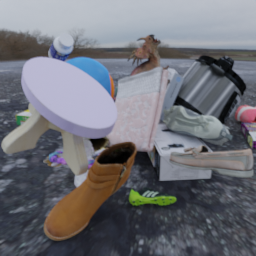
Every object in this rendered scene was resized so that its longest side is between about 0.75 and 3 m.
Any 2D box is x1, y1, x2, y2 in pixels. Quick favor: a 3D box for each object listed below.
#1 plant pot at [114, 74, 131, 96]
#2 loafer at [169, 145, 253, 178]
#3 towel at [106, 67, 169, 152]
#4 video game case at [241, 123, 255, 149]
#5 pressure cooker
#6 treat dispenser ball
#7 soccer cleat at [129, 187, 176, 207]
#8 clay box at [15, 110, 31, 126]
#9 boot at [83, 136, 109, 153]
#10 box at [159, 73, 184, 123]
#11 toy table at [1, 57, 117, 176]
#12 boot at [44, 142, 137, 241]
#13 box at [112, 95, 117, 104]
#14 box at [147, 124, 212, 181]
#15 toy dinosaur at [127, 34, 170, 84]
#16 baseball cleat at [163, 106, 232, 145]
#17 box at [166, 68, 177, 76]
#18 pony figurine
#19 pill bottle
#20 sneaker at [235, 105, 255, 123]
[{"bbox_3d":[0.283,-1.967,14.778,1.701,1.737,1.737,-30,-1,36],"label":"plant pot"},{"bbox_3d":[1.967,0.695,6.797,2.051,0.645,0.737,7,9,36],"label":"loafer"},{"bbox_3d":[0.153,-0.586,9.605,0.456,2.703,2.830,17,-8,-29],"label":"towel"},{"bbox_3d":[5.841,0.333,10.962,2.348,0.420,2.128,3,20,9],"label":"video game case"},{"bbox_3d":[3.411,-1.629,11.819,2.617,2.930,2.577,37,2,-26],"label":"pressure cooker"},{"bbox_3d":[-2.164,-1.846,13.483,2.993,2.993,2.993,0,19,0],"label":"treat dispenser ball"},{"bbox_3d":[0.603,1.694,6.985,1.162,0.392,0.471,-2,40,3],"label":"soccer cleat"},{"bbox_3d":[-4.156,-0.632,13.616,1.326,0.549,2.308,6,18,16],"label":"clay box"},{"bbox_3d":[-1.089,0.211,10.726,2.342,0.844,1.811,-16,23,-26],"label":"boot"},{"bbox_3d":[1.136,-1.138,11.877,0.529,2.004,2.570,29,-12,-20],"label":"box"},{"bbox_3d":[-1.535,-0.265,6.456,2.498,1.592,2.718,-3,43,-34],"label":"toy table"},{"bbox_3d":[-0.729,1.274,5.838,2.242,1.741,0.860,-27,66,-34],"label":"boot"},{"bbox_3d":[-0.163,-1.077,12.369,1.048,1.535,0.289,27,39,-33],"label":"box"},{"bbox_3d":[1.526,0.678,9.331,1.634,0.842,2.801,-2,19,-7],"label":"box"},{"bbox_3d":[0.570,-2.093,10.938,1.866,2.754,1.182,28,10,-20],"label":"toy dinosaur"},{"bbox_3d":[2.236,0.010,9.285,1.439,0.943,2.703,29,2,-27],"label":"baseball cleat"},{"bbox_3d":[2.451,-1.917,14.607,0.670,1.300,2.228,-1,47,-43],"label":"box"},{"bbox_3d":[-1.274,0.968,8.080,1.731,1.493,1.793,4,3,40],"label":"pony figurine"},{"bbox_3d":[-3.191,-3.825,13.431,0.917,0.917,1.532,-13,-9,-32],"label":"pill bottle"},{"bbox_3d":[6.363,-0.575,13.312,2.547,0.939,1.105,-12,34,-19],"label":"sneaker"}]
